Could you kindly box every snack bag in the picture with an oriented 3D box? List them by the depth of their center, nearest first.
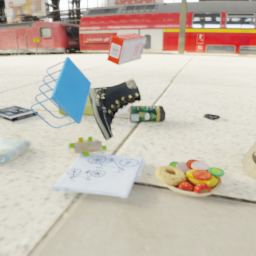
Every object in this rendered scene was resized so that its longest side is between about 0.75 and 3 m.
[{"bbox_3d":[-0.804,1.472,8.907,2.392,0.272,2.537,4,20,12],"label":"snack bag"}]

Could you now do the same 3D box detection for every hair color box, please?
[{"bbox_3d":[-0.034,-3.737,13.170,0.698,1.158,2.281,26,30,20],"label":"hair color box"}]

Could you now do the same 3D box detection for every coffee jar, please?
[{"bbox_3d":[0.971,-0.711,14.151,1.812,0.773,0.945,0,20,-2],"label":"coffee jar"}]

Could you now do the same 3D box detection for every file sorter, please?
[{"bbox_3d":[-1.708,-0.853,7.176,0.895,1.013,1.459,-17,46,27],"label":"file sorter"}]

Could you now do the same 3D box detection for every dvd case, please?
[{"bbox_3d":[-6.195,-0.797,15.145,2.130,0.263,1.601,15,24,34],"label":"dvd case"}]

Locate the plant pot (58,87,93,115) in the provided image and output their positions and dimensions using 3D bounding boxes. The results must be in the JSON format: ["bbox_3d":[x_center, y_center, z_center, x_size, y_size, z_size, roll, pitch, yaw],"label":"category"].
[{"bbox_3d":[-2.539,-1.540,15.106,1.907,2.074,2.074,12,20,-2],"label":"plant pot"}]

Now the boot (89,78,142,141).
[{"bbox_3d":[-0.280,-0.622,7.934,1.453,0.694,1.924,-18,50,-3],"label":"boot"}]

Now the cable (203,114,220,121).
[{"bbox_3d":[4.399,-0.572,14.672,0.863,0.219,0.704,11,18,34],"label":"cable"}]

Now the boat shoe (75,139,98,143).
[{"bbox_3d":[-1.638,0.642,11.100,1.006,0.376,0.344,-1,21,25],"label":"boat shoe"}]

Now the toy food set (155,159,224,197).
[{"bbox_3d":[1.927,1.477,8.608,1.865,0.454,1.846,18,26,41],"label":"toy food set"}]

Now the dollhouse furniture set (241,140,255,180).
[{"bbox_3d":[5.337,1.291,8.681,2.495,1.387,2.207,-9,46,-23],"label":"dollhouse furniture set"}]

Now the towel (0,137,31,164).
[{"bbox_3d":[-4.903,0.788,10.510,1.897,0.457,1.624,4,21,11],"label":"towel"}]

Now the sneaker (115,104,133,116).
[{"bbox_3d":[-0.226,-0.996,15.202,0.774,0.583,1.656,10,19,39],"label":"sneaker"}]

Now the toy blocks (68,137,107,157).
[{"bbox_3d":[-1.597,0.731,10.275,1.362,0.681,0.931,-3,-8,-26],"label":"toy blocks"}]
